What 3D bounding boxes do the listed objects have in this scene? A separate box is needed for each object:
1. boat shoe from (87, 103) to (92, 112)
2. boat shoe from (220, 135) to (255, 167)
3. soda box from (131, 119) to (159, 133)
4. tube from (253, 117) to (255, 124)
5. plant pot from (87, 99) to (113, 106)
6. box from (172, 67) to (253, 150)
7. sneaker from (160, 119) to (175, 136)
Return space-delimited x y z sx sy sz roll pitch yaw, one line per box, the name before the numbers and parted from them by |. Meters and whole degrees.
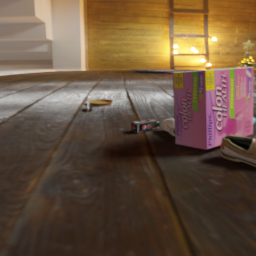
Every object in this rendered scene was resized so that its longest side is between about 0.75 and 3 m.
boat shoe | -2.026 -1.058 14.726 0.268 0.324 0.945 4 21 -8
boat shoe | 3.460 0.622 7.647 1.860 0.636 0.695 6 39 30
soda box | 0.681 -0.079 11.029 1.136 0.360 0.402 -10 17 -33
tube | 4.913 -0.162 11.565 1.161 0.293 0.450 -20 17 -40
plant pot | -1.618 -1.470 16.352 1.479 0.203 1.479 -1 15 0
box | 2.940 -0.777 9.492 2.727 2.399 1.319 -11 12 -36
sneaker | 1.709 0.011 10.433 0.601 0.527 1.500 -16 23 -37
